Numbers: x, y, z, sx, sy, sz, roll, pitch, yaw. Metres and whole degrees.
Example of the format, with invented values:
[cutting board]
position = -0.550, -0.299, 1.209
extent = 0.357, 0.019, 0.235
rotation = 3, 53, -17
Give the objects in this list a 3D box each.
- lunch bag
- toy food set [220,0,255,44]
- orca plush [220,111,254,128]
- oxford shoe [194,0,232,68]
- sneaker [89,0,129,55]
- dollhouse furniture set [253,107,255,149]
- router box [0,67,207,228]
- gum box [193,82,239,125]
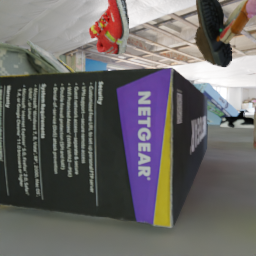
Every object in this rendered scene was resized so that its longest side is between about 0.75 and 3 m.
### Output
[lunch bag]
position = -1.868, -0.651, 5.294
extent = 2.780, 1.634, 2.280
rotation = 7, 2, 3
[toy food set]
position = 3.357, -3.466, 8.009
extent = 0.426, 1.720, 2.706
rotation = 26, -34, -9
[orca plush]
position = 3.112, -0.243, 7.665
extent = 0.697, 0.471, 1.325
rotation = -1, 4, -22
[oxford shoe]
position = 2.575, -3.180, 9.260
extent = 0.945, 2.600, 1.098
rotation = -38, 35, -21
[sneaker]
position = -0.635, -3.219, 9.006
extent = 1.251, 1.135, 2.947
rotation = -5, -17, -6
[dollhouse furniture set]
position = 2.082, -0.458, 3.378
extent = 0.987, 1.401, 0.982
rotation = 2, 4, 28
[router box]
position = -0.334, -0.007, 2.332
extent = 1.835, 0.609, 2.333
rotation = 1, 4, 18
[gum box]
position = 2.304, -0.750, 9.227
extent = 1.747, 0.458, 2.057
rotation = 36, -14, -27
